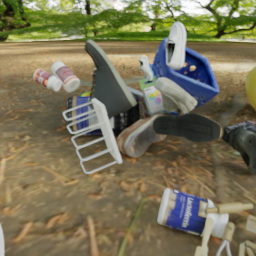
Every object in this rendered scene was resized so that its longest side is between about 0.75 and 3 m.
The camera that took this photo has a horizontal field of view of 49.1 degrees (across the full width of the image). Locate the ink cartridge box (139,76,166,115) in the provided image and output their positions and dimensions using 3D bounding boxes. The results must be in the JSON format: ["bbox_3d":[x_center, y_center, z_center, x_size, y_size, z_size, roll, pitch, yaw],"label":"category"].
[{"bbox_3d":[1.006,-1.291,11.016,0.748,1.441,0.427,-18,3,-8],"label":"ink cartridge box"}]

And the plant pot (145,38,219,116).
[{"bbox_3d":[2.157,-2.033,12.549,2.550,2.292,2.549,19,44,-21],"label":"plant pot"}]

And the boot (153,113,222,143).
[{"bbox_3d":[2.030,-0.029,8.659,2.107,0.816,1.458,13,6,38],"label":"boot"}]

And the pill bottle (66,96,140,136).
[{"bbox_3d":[-0.985,-0.509,11.367,2.831,1.583,1.583,-2,23,-5],"label":"pill bottle"}]

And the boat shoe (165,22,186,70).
[{"bbox_3d":[1.700,-3.099,10.320,0.622,1.903,0.700,11,-21,-32],"label":"boat shoe"}]

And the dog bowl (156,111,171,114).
[{"bbox_3d":[1.403,-0.645,11.907,0.348,1.403,0.782,-22,55,-20],"label":"dog bowl"}]

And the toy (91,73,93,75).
[{"bbox_3d":[-0.871,-1.292,12.439,1.350,2.345,0.554,16,58,35],"label":"toy"}]

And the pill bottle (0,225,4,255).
[{"bbox_3d":[-3.776,2.371,4.772,2.827,1.549,1.549,-5,24,-11],"label":"pill bottle"}]

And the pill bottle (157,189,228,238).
[{"bbox_3d":[1.471,1.985,6.458,1.456,0.842,0.842,14,25,8],"label":"pill bottle"}]

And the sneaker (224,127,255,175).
[{"bbox_3d":[3.584,0.630,8.553,0.676,1.769,1.014,-38,30,1],"label":"sneaker"}]

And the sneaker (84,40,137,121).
[{"bbox_3d":[-1.074,-1.640,9.919,1.515,2.853,1.067,-33,-4,2],"label":"sneaker"}]

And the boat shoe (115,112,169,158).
[{"bbox_3d":[0.578,0.113,10.533,1.044,1.101,2.908,7,24,39],"label":"boat shoe"}]

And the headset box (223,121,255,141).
[{"bbox_3d":[4.674,0.259,10.831,1.566,0.605,1.165,-12,26,-28],"label":"headset box"}]

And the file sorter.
[{"bbox_3d":[-1.158,0.248,8.760,1.192,1.915,1.329,-21,19,-13],"label":"file sorter"}]

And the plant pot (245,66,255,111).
[{"bbox_3d":[6.799,-1.513,12.995,2.680,2.680,1.902,9,50,20],"label":"plant pot"}]

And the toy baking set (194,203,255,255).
[{"bbox_3d":[2.157,2.228,5.780,1.814,0.211,1.393,2,55,-11],"label":"toy baking set"}]

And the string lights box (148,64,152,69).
[{"bbox_3d":[1.299,-2.856,13.686,1.045,0.308,0.537,0,47,-8],"label":"string lights box"}]

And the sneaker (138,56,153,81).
[{"bbox_3d":[0.557,-1.953,9.423,0.372,0.857,0.321,-32,12,-39],"label":"sneaker"}]

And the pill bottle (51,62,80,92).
[{"bbox_3d":[-3.019,-2.450,13.349,0.816,0.816,1.430,-23,64,-42],"label":"pill bottle"}]

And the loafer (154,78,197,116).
[{"bbox_3d":[1.639,-1.004,10.040,0.974,0.972,2.784,48,15,32],"label":"loafer"}]

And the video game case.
[{"bbox_3d":[0.435,-1.000,12.564,0.200,1.586,2.216,-32,35,-20],"label":"video game case"}]

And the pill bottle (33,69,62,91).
[{"bbox_3d":[-2.983,-1.761,10.392,0.957,0.524,0.524,29,31,12],"label":"pill bottle"}]

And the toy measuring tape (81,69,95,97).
[{"bbox_3d":[-1.828,-1.696,13.212,0.907,2.466,0.907,4,-6,0],"label":"toy measuring tape"}]
